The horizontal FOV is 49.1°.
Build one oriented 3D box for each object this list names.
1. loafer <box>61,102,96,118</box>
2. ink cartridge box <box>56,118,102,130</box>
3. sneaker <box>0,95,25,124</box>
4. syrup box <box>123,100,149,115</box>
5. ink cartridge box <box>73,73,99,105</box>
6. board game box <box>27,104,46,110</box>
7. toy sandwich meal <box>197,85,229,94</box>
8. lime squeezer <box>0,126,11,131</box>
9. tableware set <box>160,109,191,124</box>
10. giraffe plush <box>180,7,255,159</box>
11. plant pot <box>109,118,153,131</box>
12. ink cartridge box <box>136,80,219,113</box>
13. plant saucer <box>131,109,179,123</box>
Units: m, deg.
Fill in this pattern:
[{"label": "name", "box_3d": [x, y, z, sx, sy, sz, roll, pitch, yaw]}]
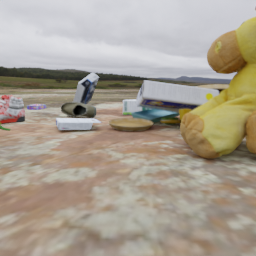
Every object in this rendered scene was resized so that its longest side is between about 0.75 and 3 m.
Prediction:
[{"label": "loafer", "box_3d": [-1.894, -0.704, 10.235, 1.546, 0.581, 0.538, 5, -3, 28]}, {"label": "ink cartridge box", "box_3d": [-1.413, -0.112, 7.883, 1.145, 0.248, 1.124, 1, 7, -17]}, {"label": "sneaker", "box_3d": [-4.044, -0.575, 8.759, 0.547, 0.878, 1.639, 9, 13, 42]}, {"label": "syrup box", "box_3d": [0.557, -0.816, 11.077, 1.453, 0.572, 0.592, 2, 8, 13]}, {"label": "ink cartridge box", "box_3d": [-1.770, -1.319, 11.248, 0.360, 1.835, 0.913, 38, 52, 5]}, {"label": "board game box", "box_3d": [-4.388, -1.015, 13.474, 0.545, 0.181, 0.810, 2, 10, 10]}, {"label": "toy sandwich meal", "box_3d": [3.917, -1.336, 12.883, 2.598, 0.890, 2.598, 0, -4, 0]}, {"label": "lime squeezer", "box_3d": [-3.021, -0.242, 6.311, 0.276, 1.463, 0.516, -3, 50, -4]}, {"label": "tableware set", "box_3d": [1.598, -0.301, 7.749, 1.409, 0.321, 2.091, 0, -1, 5]}, {"label": "giraffe plush", "box_3d": [2.383, -0.932, 5.239, 2.961, 2.401, 2.555, -8, 9, 6]}, {"label": "plant pot", "box_3d": [0.070, -0.089, 7.898, 1.243, 0.171, 1.243, 1, 13, 0]}, {"label": "ink cartridge box", "box_3d": [1.658, -0.800, 8.483, 2.697, 0.634, 2.666, 6, -2, -2]}, {"label": "plant saucer", "box_3d": [1.024, -0.459, 9.640, 0.779, 0.211, 2.229, 20, 19, 32]}]
